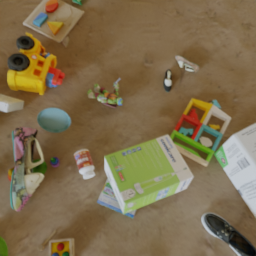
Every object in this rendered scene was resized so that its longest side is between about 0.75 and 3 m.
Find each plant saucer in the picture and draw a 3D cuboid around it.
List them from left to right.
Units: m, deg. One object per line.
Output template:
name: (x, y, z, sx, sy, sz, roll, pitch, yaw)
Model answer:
plant saucer: (-2.763, -0.306, 10.456, 1.215, 1.215, 0.166, -5, 42, -2)

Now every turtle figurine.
turtle figurine: (-0.886, -1.453, 10.927, 1.389, 1.433, 1.031, 17, 81, 27)

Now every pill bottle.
pill bottle: (-1.562, 1.325, 10.160, 0.556, 0.556, 0.991, -20, 69, -8)

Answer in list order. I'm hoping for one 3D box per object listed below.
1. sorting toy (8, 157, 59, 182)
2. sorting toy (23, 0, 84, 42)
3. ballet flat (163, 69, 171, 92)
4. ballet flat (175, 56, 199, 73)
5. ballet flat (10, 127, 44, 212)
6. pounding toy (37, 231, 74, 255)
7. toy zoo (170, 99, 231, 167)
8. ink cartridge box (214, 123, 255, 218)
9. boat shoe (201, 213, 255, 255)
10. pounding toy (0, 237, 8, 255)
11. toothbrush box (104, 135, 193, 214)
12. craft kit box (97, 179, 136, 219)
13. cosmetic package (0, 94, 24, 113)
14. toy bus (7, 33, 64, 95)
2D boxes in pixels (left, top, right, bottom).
sorting toy: (-3.469, 1.416, 10.072, 1.938, 0.667, 0.672, -17, 68, -6)
sorting toy: (-3.223, -5.518, 13.065, 2.203, 0.439, 2.980, 27, 70, 11)
ballet flat: (1.649, -2.000, 11.657, 0.346, 0.348, 1.017, 3, 68, 0)
ballet flat: (2.461, -2.693, 11.939, 1.153, 0.392, 0.388, 29, 78, 13)
ballet flat: (-3.496, 1.359, 9.776, 1.048, 1.018, 2.946, -5, 74, -1)
pounding toy: (-2.391, 3.874, 9.112, 1.185, 0.542, 1.041, -5, 68, -2)
toy zoo: (2.832, -0.029, 10.878, 1.726, 0.269, 2.630, 28, 70, 11)
ink cartridge box: (4.378, 1.538, 9.248, 1.210, 2.101, 2.879, -25, 71, -12)
boat shoe: (3.339, 3.505, 9.213, 1.995, 0.565, 0.685, 38, 69, 19)
pounding toy: (-4.830, 4.204, 8.802, 1.851, 0.859, 1.429, -39, 72, -15)
toothbrush box: (0.630, 1.528, 9.500, 2.455, 1.057, 1.787, -19, 58, -15)
craft kit box: (-0.203, 2.277, 9.910, 1.382, 0.335, 1.365, 22, 72, 9)
cosmetic package: (-5.003, -1.017, 10.850, 1.463, 1.103, 0.378, 16, 101, 7)
toy bus: (-3.595, -2.477, 11.363, 2.111, 1.492, 2.199, 13, 65, -9)
